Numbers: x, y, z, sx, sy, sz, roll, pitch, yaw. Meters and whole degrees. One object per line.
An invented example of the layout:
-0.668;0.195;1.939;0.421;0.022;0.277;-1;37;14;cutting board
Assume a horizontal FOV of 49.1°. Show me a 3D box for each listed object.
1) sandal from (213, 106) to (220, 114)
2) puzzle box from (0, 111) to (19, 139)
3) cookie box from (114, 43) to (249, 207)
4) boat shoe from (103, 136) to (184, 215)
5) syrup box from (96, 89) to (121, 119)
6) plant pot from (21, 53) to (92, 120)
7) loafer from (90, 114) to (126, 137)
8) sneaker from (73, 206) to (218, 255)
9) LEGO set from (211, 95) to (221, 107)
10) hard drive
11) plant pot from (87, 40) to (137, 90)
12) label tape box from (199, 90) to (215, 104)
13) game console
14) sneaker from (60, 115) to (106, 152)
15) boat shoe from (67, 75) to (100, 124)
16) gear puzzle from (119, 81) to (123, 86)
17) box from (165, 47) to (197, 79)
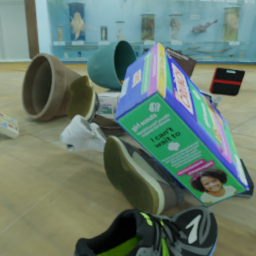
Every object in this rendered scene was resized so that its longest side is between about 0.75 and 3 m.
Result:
2.820;-0.585;10.362;0.919;0.517;2.416;-40;15;18;sandal
-4.199;-0.349;8.580;1.716;0.218;1.141;34;8;-35;puzzle box
0.971;-0.107;5.090;0.896;2.385;2.040;-35;24;27;cookie box
0.193;0.887;5.625;0.830;0.903;2.526;3;18;-25;boat shoe
-0.491;-1.084;11.624;0.893;0.924;2.269;3;19;18;syrup box
-2.612;-1.454;10.981;2.184;2.504;2.504;6;9;-44;plant pot
-0.901;-0.095;8.919;1.882;0.668;0.687;-2;18;-8;loafer
0.325;1.455;3.594;2.188;0.906;0.776;-10;22;-26;sneaker
2.779;-1.161;12.362;2.534;0.622;1.893;-10;19;-20;LEGO set
1.590;0.967;6.140;1.902;0.313;1.327;4;18;10;hard drive
-0.733;-2.490;11.612;1.584;1.974;1.974;-2;14;30;plant pot
1.658;-0.764;9.048;1.821;1.305;0.602;17;19;-17;label tape box
3.278;-1.510;9.310;1.046;0.925;0.162;5;24;-9;game console
-1.124;0.296;7.061;0.873;1.757;0.684;-35;60;8;sneaker
-1.321;-0.805;8.991;1.014;0.898;2.770;-28;34;12;boat shoe
0.369;-1.689;11.340;1.602;0.210;0.830;13;28;-7;gear puzzle
1.356;-1.668;10.574;1.385;1.036;2.765;28;60;12;box
